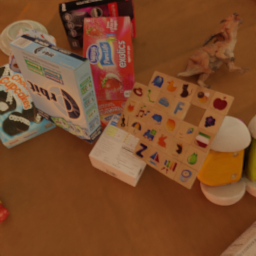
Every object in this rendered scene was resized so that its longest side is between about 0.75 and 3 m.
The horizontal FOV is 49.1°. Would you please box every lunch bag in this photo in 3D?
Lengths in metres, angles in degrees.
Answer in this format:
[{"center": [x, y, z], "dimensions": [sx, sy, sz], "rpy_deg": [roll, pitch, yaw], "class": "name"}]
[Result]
[{"center": [-2.479, -1.942, 7.350], "dimensions": [1.051, 1.311, 0.495], "rpy_deg": [13, 48, -33], "class": "lunch bag"}]

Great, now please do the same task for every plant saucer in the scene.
[{"center": [-3.603, -3.138, 9.526], "dimensions": [1.685, 0.423, 1.685], "rpy_deg": [0, 64, 0], "class": "plant saucer"}]

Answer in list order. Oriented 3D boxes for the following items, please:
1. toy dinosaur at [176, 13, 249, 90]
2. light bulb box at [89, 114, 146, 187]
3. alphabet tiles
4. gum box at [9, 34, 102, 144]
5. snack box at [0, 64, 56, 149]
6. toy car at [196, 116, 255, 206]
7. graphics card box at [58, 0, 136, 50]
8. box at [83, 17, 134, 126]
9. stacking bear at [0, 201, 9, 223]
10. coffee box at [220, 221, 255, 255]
[{"center": [2.566, -2.265, 8.805], "dimensions": [2.590, 1.111, 1.755], "rpy_deg": [-27, 56, 4], "class": "toy dinosaur"}, {"center": [-0.104, 0.597, 7.450], "dimensions": [1.338, 0.843, 1.350], "rpy_deg": [25, 66, 12], "class": "light bulb box"}, {"center": [0.724, -0.115, 5.666], "dimensions": [2.192, 0.083, 1.833], "rpy_deg": [28, 96, 37], "class": "alphabet tiles"}, {"center": [-1.629, -0.854, 6.643], "dimensions": [1.927, 2.269, 0.505], "rpy_deg": [26, 56, 23], "class": "gum box"}, {"center": [-3.344, -0.799, 8.345], "dimensions": [1.480, 0.473, 2.548], "rpy_deg": [-27, 67, -12], "class": "snack box"}, {"center": [2.759, 0.554, 7.050], "dimensions": [2.547, 2.229, 1.910], "rpy_deg": [-8, 28, -3], "class": "toy car"}, {"center": [-0.912, -3.391, 8.903], "dimensions": [2.276, 1.428, 0.579], "rpy_deg": [-10, 56, -1], "class": "graphics card box"}, {"center": [-0.557, -1.663, 8.212], "dimensions": [1.405, 1.467, 2.942], "rpy_deg": [-3, 64, -1], "class": "box"}, {"center": [-3.376, 1.978, 7.005], "dimensions": [0.890, 0.506, 0.541], "rpy_deg": [36, 69, 11], "class": "stacking bear"}, {"center": [2.694, 3.308, 5.991], "dimensions": [2.689, 1.073, 1.520], "rpy_deg": [-35, 69, -16], "class": "coffee box"}]
